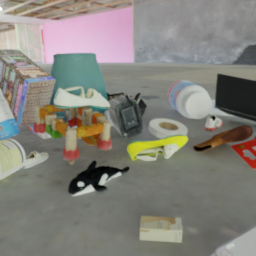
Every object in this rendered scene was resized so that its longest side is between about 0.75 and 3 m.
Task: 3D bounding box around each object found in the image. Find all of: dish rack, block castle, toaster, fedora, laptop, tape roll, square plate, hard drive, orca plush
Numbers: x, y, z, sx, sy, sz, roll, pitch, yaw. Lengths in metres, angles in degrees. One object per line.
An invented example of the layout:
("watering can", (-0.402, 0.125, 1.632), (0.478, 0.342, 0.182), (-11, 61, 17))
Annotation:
("dish rack", (2.307, 2.078, 4.442), (1.667, 0.363, 1.430), (-12, 22, -31))
("block castle", (-1.819, 0.097, 9.059), (1.698, 1.192, 2.541), (-14, 30, -38))
("toaster", (-0.150, -0.504, 10.477), (0.976, 1.718, 1.110), (-24, 25, -17))
("fedora", (0.425, -0.875, 12.784), (0.689, 1.508, 1.508), (28, 16, -7))
("laptop", (4.793, -1.111, 11.461), (2.100, 1.300, 2.243), (23, 7, 39))
("tape roll", (1.512, 0.051, 10.680), (1.480, 0.270, 1.480), (7, 25, -3))
("square plate", (4.962, -1.094, 14.662), (2.479, 0.356, 2.503), (7, 18, 20))
("hard drive", (-1.704, -0.032, 11.350), (1.363, 0.276, 2.066), (-1, 18, -2))
("orca plush", (-0.729, 1.129, 7.038), (1.708, 0.607, 0.898), (-9, 19, -27))

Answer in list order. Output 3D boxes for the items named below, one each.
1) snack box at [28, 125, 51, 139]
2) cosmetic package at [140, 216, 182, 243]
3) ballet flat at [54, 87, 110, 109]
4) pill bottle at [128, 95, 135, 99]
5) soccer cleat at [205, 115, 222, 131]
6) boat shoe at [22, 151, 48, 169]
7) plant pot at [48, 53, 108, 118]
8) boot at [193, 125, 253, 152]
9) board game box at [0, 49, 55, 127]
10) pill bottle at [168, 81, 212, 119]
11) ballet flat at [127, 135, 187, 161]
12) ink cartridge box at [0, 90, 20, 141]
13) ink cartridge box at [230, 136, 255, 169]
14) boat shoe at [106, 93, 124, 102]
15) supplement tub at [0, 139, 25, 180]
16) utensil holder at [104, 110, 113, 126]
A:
("snack box", (-3.394, 0.103, 11.048), (0.566, 0.192, 1.575), (-15, 22, -37))
("cosmetic package", (0.602, 1.876, 5.205), (0.763, 0.271, 0.401), (1, 17, 4))
("ballet flat", (-1.411, -0.984, 9.176), (2.118, 0.735, 0.735), (-2, 14, -43))
("pill bottle", (0.243, -1.707, 16.493), (0.424, 0.424, 0.766), (-12, 21, -35))
("soccer cleat", (3.579, -0.295, 11.649), (0.481, 0.597, 1.402), (12, 21, 34))
("boat shoe", (-2.770, 0.869, 8.328), (0.347, 0.341, 0.978), (10, 20, 29))
("plant pot", (-2.436, -2.116, 13.365), (2.993, 2.812, 2.993), (-1, 13, 0))
("boot", (3.079, 0.345, 9.104), (1.523, 0.522, 1.434), (-14, 1, -39))
("board game box", (-4.748, -1.802, 12.209), (2.746, 2.189, 1.330), (39, 34, 22))
("pill bottle", (2.929, -1.348, 13.398), (1.566, 1.566, 2.879), (-1, 16, -4))
("ballet flat", (0.928, 0.670, 8.536), (1.908, 0.637, 0.639), (-7, 52, -4))
("ink cartridge box", (-4.755, -0.761, 8.714), (1.603, 2.763, 0.937), (-23, 7, -6))
("ink cartridge box", (4.562, 0.321, 8.588), (2.388, 0.599, 1.937), (-16, 17, 5))
("boat shoe", (-1.269, -1.738, 16.239), (2.155, 0.675, 0.788), (0, 18, 3))
("supplement tub", (-3.427, 0.889, 7.234), (0.943, 0.943, 1.300), (6, 17, 19))
("utensil holder", (-0.525, -0.445, 11.959), (0.860, 0.731, 0.731), (-7, 19, -14))
